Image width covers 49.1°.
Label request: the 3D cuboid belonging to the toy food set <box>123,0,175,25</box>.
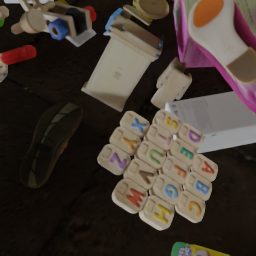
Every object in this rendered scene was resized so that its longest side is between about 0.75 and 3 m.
[{"bbox_3d":[0.800,-4.206,9.754,1.277,0.371,1.850,40,65,10],"label":"toy food set"}]

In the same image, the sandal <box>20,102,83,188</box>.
[{"bbox_3d":[-1.958,0.415,7.339,0.992,0.663,2.428,20,80,11],"label":"sandal"}]

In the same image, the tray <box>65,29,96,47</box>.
[{"bbox_3d":[-1.883,-3.306,9.361,1.576,0.175,0.846,41,70,18],"label":"tray"}]

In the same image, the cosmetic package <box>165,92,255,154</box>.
[{"bbox_3d":[2.230,-0.123,7.153,2.538,1.366,1.077,-10,64,-3],"label":"cosmetic package"}]

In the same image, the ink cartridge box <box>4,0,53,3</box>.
[{"bbox_3d":[-3.548,-5.130,9.938,1.727,0.725,1.251,0,64,0],"label":"ink cartridge box"}]

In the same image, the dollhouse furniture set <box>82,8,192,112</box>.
[{"bbox_3d":[0.266,-1.913,8.458,2.634,1.821,2.790,29,33,-10],"label":"dollhouse furniture set"}]

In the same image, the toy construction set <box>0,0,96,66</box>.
[{"bbox_3d":[-2.204,-2.567,5.754,2.259,2.452,2.940,-1,63,39],"label":"toy construction set"}]

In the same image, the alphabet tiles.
[{"bbox_3d":[0.607,0.625,4.963,2.062,0.154,2.109,33,56,-3],"label":"alphabet tiles"}]

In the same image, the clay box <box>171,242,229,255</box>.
[{"bbox_3d":[2.124,3.533,5.739,2.820,0.671,1.620,15,65,7],"label":"clay box"}]

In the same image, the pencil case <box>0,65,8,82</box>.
[{"bbox_3d":[-4.582,-1.888,8.382,1.771,0.689,0.792,20,59,10],"label":"pencil case"}]

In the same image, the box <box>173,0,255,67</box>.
[{"bbox_3d":[2.986,-3.300,8.690,2.831,1.369,2.491,-2,64,0],"label":"box"}]

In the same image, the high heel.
[{"bbox_3d":[2.035,-1.406,5.193,0.979,1.395,2.908,-39,42,21],"label":"high heel"}]
